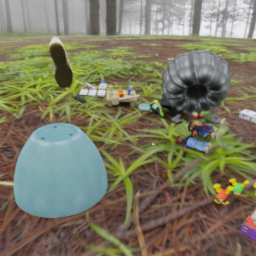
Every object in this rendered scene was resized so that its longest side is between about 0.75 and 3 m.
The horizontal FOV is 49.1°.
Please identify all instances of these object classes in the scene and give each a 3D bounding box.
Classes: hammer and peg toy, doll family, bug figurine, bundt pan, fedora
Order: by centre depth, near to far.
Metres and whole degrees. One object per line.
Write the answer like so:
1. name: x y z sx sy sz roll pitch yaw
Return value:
1. bug figurine: 3.525 1.980 8.300 1.779 0.458 1.380 3 12 41
2. bundt pan: 2.475 -1.457 10.153 2.557 2.557 0.960 2 48 5
3. doll family: 3.016 0.159 11.900 1.449 0.983 2.506 20 34 28
4. fedora: 2.372 -1.355 14.419 2.410 1.100 2.410 32 0 0
5. hammer and peg toy: -0.339 -1.708 16.056 1.782 0.854 2.422 0 25 -5

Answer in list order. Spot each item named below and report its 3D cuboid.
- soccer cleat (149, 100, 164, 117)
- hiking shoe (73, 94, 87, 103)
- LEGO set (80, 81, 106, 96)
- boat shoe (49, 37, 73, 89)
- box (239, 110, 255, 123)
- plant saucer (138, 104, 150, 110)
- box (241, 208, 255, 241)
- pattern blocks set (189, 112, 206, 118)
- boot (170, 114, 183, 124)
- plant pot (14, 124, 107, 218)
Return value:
1. soccer cleat: 1.497 -0.948 14.916 0.639 0.533 1.578 -26 30 8
2. hiking shoe: -2.172 -1.314 12.830 0.404 0.304 0.802 35 11 23
3. LEGO set: -2.246 -2.549 18.608 1.582 0.520 2.118 2 35 2
4. boat shoe: -2.544 -2.412 10.598 0.728 1.997 0.628 -12 46 -4
5. box: 6.275 -0.581 14.223 0.610 0.314 1.046 -20 31 -36
6. plant saucer: 1.012 -1.196 15.804 0.866 0.119 0.866 1 25 0
7. box: 3.982 2.675 7.103 1.771 0.346 1.212 22 32 39
8. pattern blocks set: 3.660 -0.712 14.794 0.922 0.075 0.811 -11 27 -22
9. boot: 2.523 -0.411 14.000 0.518 0.275 0.787 28 44 35
10. plant pot: -2.137 1.021 8.772 2.945 1.983 2.945 0 24 0
